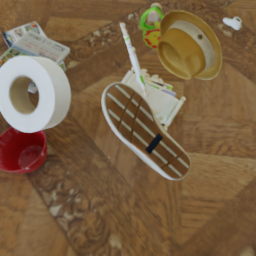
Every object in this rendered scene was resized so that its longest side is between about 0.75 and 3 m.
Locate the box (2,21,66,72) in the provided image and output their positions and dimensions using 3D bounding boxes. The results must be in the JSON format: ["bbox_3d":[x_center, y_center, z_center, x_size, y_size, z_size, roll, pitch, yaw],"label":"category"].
[{"bbox_3d":[-3.935,-3.163,11.609,1.590,0.502,2.890,-28,64,-15],"label":"box"}]

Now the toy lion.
[{"bbox_3d":[0.974,-3.227,9.339,1.468,1.407,0.504,29,63,-26],"label":"toy lion"}]

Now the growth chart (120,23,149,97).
[{"bbox_3d":[0.105,-1.787,6.939,0.171,1.393,1.925,-18,36,4],"label":"growth chart"}]

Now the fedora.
[{"bbox_3d":[1.506,-2.074,7.772,2.230,2.230,0.910,41,71,21],"label":"fedora"}]

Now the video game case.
[{"bbox_3d":[-3.310,-2.341,9.619,1.678,0.211,2.343,25,54,2],"label":"video game case"}]

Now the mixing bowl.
[{"bbox_3d":[-3.287,0.791,9.016,1.708,0.925,1.708,-5,58,8],"label":"mixing bowl"}]

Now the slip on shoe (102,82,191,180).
[{"bbox_3d":[0.333,0.108,5.988,2.478,0.751,0.942,44,80,-12],"label":"slip on shoe"}]

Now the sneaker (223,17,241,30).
[{"bbox_3d":[4.703,-4.838,12.591,0.318,0.499,0.864,-41,66,-19],"label":"sneaker"}]

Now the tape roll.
[{"bbox_3d":[-2.733,-0.969,8.020,2.147,2.147,0.751,30,22,16],"label":"tape roll"}]

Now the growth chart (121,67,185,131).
[{"bbox_3d":[0.811,-1.237,10.655,2.705,0.240,1.957,33,64,17],"label":"growth chart"}]
